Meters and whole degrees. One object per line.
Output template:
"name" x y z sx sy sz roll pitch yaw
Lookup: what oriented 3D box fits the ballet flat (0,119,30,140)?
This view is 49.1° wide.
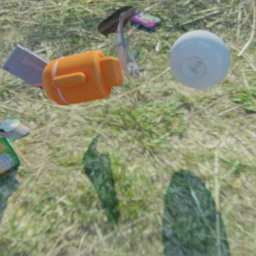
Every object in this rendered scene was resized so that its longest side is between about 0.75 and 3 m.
"ballet flat" -3.402 0.012 7.833 1.541 0.518 0.525 0 39 32

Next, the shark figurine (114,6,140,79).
"shark figurine" 0.033 -2.567 8.806 0.874 1.251 2.095 -13 98 -27

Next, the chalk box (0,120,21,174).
"chalk box" -5.017 0.556 9.588 2.925 1.811 1.820 -32 60 -21

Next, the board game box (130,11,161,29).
"board game box" 0.962 -5.958 15.436 1.463 0.236 0.878 31 63 21

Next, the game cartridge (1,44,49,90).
"game cartridge" -2.974 -1.826 8.557 0.901 1.389 0.267 -50 41 11

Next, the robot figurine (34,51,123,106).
"robot figurine" -1.306 -1.305 7.565 2.252 1.313 1.620 -9 47 12

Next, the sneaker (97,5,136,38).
"sneaker" -0.371 -4.279 11.341 1.820 0.687 0.641 -17 58 30

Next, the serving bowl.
"serving bowl" 2.400 -2.224 9.803 2.162 2.162 0.711 21 44 15
